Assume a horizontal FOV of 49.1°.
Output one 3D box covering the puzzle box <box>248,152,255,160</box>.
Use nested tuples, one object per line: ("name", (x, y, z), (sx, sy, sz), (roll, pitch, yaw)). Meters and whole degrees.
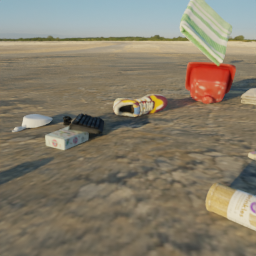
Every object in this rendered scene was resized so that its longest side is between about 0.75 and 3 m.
("puzzle box", (3.286, 0.651, 6.406), (0.851, 0.108, 0.566), (-8, 19, -22))

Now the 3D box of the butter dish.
("butter dish", (3.254, -1.620, 11.400), (1.874, 1.869, 1.385), (7, 62, 12))

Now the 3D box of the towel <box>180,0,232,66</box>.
("towel", (2.725, -3.443, 9.622), (1.947, 0.299, 2.553), (37, 50, -11))

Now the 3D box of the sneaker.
("sneaker", (0.460, -0.702, 9.686), (1.917, 0.719, 0.864), (-8, 24, -1))

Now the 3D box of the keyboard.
("keyboard", (-1.308, -0.182, 8.071), (1.201, 0.257, 2.001), (7, 9, -5))

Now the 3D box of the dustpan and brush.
("dustpan and brush", (-3.028, -0.131, 8.544), (0.839, 0.344, 1.202), (13, 15, 27))

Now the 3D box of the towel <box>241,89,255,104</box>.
("towel", (5.821, -1.360, 12.008), (1.503, 0.391, 2.268), (12, 22, 30))

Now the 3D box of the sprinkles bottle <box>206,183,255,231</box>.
("sprinkles bottle", (1.864, 1.242, 4.034), (1.420, 0.485, 0.485), (16, 24, 41))

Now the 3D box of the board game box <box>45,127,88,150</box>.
("board game box", (-1.589, 0.251, 7.329), (0.667, 0.290, 0.903), (11, 20, 31))
